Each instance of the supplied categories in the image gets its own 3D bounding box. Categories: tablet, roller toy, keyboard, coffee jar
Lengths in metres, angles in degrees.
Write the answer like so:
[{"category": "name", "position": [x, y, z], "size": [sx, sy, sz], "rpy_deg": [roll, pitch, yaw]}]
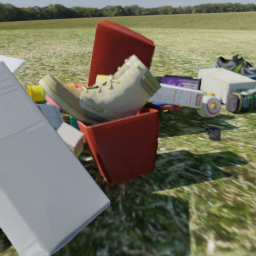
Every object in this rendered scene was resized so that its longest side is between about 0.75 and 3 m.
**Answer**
[{"category": "tablet", "position": [-3.956, -1.805, 8.048], "size": [1.649, 0.113, 1.073], "rpy_deg": [14, 48, 9]}, {"category": "roller toy", "position": [2.698, -0.713, 9.320], "size": [0.759, 0.692, 0.530], "rpy_deg": [-42, 17, -14]}, {"category": "keyboard", "position": [2.527, 0.114, 8.340], "size": [0.435, 0.166, 0.836], "rpy_deg": [6, 24, 13]}, {"category": "coffee jar", "position": [4.145, -0.969, 10.157], "size": [1.284, 0.670, 0.548], "rpy_deg": [-12, 25, -22]}]

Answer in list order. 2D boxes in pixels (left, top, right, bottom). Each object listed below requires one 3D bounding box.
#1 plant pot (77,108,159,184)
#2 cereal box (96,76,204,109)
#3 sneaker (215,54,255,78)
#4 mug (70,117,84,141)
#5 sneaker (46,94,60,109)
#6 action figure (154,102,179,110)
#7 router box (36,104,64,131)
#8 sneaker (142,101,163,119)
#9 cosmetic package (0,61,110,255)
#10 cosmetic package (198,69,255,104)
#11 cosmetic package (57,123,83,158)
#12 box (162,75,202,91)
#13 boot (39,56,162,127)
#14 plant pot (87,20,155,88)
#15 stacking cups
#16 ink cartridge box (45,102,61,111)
[{"category": "plant pot", "position": [-0.158, 0.359, 6.057], "size": [1.465, 1.291, 1.463], "rpy_deg": [-15, 11, -15]}, {"category": "cereal box", "position": [0.570, -1.139, 8.706], "size": [2.892, 0.571, 2.080], "rpy_deg": [6, 9, -18]}, {"category": "sneaker", "position": [5.917, -3.285, 14.820], "size": [2.691, 1.115, 0.954], "rpy_deg": [18, 31, 35]}, {"category": "mug", "position": [-0.834, -0.377, 7.706], "size": [1.271, 1.547, 0.957], "rpy_deg": [-20, -17, 37]}, {"category": "sneaker", "position": [-2.410, -0.895, 9.903], "size": [0.576, 0.678, 1.564], "rpy_deg": [-4, 36, -48]}, {"category": "action figure", "position": [1.229, -0.965, 10.220], "size": [1.955, 0.639, 0.505], "rpy_deg": [-2, -14, -5]}, {"category": "router box", "position": [-1.965, -0.095, 7.062], "size": [0.245, 1.003, 0.900], "rpy_deg": [-28, -8, 21]}, {"category": "sneaker", "position": [0.138, -0.630, 9.415], "size": [2.085, 0.748, 0.863], "rpy_deg": [12, 16, -2]}, {"category": "cosmetic package", "position": [-1.638, 0.534, 4.092], "size": [1.199, 1.420, 2.659], "rpy_deg": [-30, 78, -39]}, {"category": "cosmetic package", "position": [4.046, -1.823, 11.826], "size": [1.254, 0.886, 2.423], "rpy_deg": [-6, 26, -14]}, {"category": "cosmetic package", "position": [-1.293, 0.318, 6.219], "size": [0.510, 0.986, 0.360], "rpy_deg": [31, 67, 5]}, {"category": "box", "position": [2.037, -1.459, 10.813], "size": [1.434, 1.012, 0.566], "rpy_deg": [10, 24, 22]}, {"category": "boot", "position": [-0.478, -0.852, 5.721], "size": [2.197, 1.708, 0.800], "rpy_deg": [34, 11, -31]}, {"category": "plant pot", "position": [-0.214, -3.144, 12.811], "size": [2.511, 2.847, 2.850], "rpy_deg": [12, 24, -1]}, {"category": "stacking cups", "position": [-2.823, -1.424, 11.347], "size": [2.294, 0.694, 0.694], "rpy_deg": [-7, 24, -25]}, {"category": "ink cartridge box", "position": [-2.675, -0.919, 10.564], "size": [0.620, 0.218, 1.038], "rpy_deg": [7, 30, 11]}]
